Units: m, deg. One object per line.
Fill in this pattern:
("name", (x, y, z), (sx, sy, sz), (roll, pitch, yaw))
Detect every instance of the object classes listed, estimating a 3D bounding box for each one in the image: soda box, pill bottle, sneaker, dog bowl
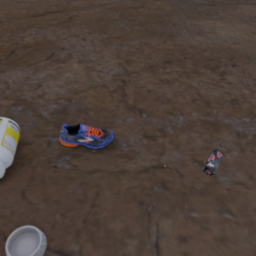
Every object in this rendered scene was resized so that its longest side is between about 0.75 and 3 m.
("soda box", (2.955, 1.188, 9.708), (0.352, 0.315, 0.994), (38, 53, 2))
("pill bottle", (-5.121, 0.802, 10.981), (1.326, 1.326, 2.367), (-3, 43, -4))
("sneaker", (-1.763, 0.296, 11.813), (2.378, 0.933, 0.896), (-1, 44, -1))
("dog bowl", (-3.196, 3.628, 8.701), (1.240, 0.364, 1.240), (0, 43, 0))
